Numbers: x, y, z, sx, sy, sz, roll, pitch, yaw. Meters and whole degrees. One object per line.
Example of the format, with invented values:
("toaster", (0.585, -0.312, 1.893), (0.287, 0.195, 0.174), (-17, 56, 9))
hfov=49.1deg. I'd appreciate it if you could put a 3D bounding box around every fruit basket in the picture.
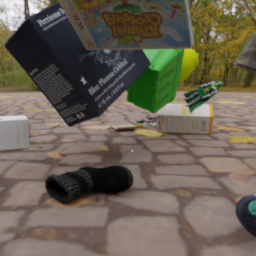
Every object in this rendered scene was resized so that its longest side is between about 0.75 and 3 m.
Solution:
("fruit basket", (1.339, -2.371, 11.003), (2.238, 3.102, 3.102), (26, 19, 18))

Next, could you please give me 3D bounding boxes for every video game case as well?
("video game case", (-0.172, -2.539, 5.676), (2.724, 0.300, 2.479), (6, -27, 23))

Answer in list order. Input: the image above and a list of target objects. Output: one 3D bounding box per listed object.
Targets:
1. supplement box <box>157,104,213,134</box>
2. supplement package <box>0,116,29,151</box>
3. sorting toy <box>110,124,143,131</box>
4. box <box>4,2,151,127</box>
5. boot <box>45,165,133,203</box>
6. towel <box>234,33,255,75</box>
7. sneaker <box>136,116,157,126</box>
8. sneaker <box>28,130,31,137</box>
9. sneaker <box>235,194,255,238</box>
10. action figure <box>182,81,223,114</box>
("supplement box", (2.539, -0.441, 12.608), (2.380, 0.875, 1.500), (3, 26, 13))
("supplement package", (-4.357, 0.179, 9.563), (1.729, 1.036, 1.049), (-5, 11, -26))
("sorting toy", (0.028, -0.016, 13.093), (1.516, 0.203, 1.130), (-3, 6, -18))
("box", (-1.298, -2.117, 8.213), (1.730, 2.946, 2.897), (-15, 27, 48))
("boot", (-0.775, 1.116, 5.594), (1.513, 0.569, 1.131), (-6, -1, 30))
("towel", (3.590, -1.977, 7.681), (1.000, 1.039, 0.179), (15, 38, -12))
("sneaker", (0.949, -0.375, 14.130), (1.150, 0.497, 0.462), (-1, 9, -3))
("sneaker", (-4.295, 0.259, 11.216), (0.312, 0.289, 0.774), (9, 14, 40))
("sneaker", (2.557, 1.380, 4.268), (2.053, 0.764, 0.899), (11, 0, 0))
("action figure", (2.725, -1.255, 10.143), (1.523, 0.899, 0.416), (-30, -29, 30))
